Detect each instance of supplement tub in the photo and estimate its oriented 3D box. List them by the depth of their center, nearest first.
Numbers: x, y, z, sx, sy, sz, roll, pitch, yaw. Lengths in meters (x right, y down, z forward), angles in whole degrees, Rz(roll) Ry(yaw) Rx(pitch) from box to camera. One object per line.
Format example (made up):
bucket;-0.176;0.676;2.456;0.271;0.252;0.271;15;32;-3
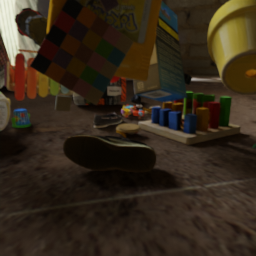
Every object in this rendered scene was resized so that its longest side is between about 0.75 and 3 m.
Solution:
supplement tub;-1.573;-2.154;15.686;2.865;1.755;1.755;-1;14;-2

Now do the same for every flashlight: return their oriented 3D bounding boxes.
flashlight;-2.603;-2.823;7.743;0.909;0.913;2.686;-13;26;-19

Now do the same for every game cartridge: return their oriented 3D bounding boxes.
game cartridge;-0.367;-2.308;5.438;2.221;2.519;0.409;3;12;-29

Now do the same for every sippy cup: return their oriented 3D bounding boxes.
sippy cup;-4.118;-0.381;10.764;0.686;0.641;0.874;-5;14;-22

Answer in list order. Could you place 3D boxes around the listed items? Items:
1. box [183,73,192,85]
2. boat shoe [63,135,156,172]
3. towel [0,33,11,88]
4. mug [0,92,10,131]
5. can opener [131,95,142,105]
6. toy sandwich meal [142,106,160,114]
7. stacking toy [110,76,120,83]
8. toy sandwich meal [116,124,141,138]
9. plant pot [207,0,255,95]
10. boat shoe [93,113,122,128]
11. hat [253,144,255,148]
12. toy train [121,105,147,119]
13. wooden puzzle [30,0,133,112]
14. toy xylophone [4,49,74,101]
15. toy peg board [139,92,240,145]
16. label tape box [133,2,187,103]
box;1.960;-2.011;10.914;0.903;0.356;0.637;27;9;22
boat shoe;-0.422;0.599;6.684;2.203;0.806;0.714;11;9;7
towel;-3.963;-1.668;7.731;0.310;1.729;1.795;21;49;16
mug;-5.144;-0.791;9.532;2.044;1.994;2.490;9;49;3
can opener;0.547;-1.619;16.420;0.540;0.670;1.704;37;11;-13
toy sandwich meal;1.112;-0.890;13.542;0.914;0.313;0.914;0;14;0
stacking toy;0.009;-2.647;11.226;2.630;1.123;1.123;-30;-5;33
toy sandwich meal;-0.002;0.101;9.555;0.947;0.324;0.947;1;17;0
plant pot;2.837;-1.807;6.588;1.915;1.915;1.802;4;52;15
boat shoe;-0.748;-0.393;11.121;0.578;0.492;1.728;8;16;30
hat;4.599;0.819;6.715;1.992;2.117;2.405;-23;-14;-20
toy train;0.256;-0.686;12.596;1.140;0.422;1.518;1;17;-1
wooden puzzle;-0.810;-1.370;5.113;1.392;2.348;0.165;30;5;-24
toy xylophone;-2.678;-1.650;8.521;2.151;1.575;0.540;-8;4;-31
toy peg board;2.151;-0.517;9.988;2.597;1.276;2.608;-9;16;-33
label tape box;0.918;-2.372;8.773;0.913;2.884;2.080;-10;-7;31
